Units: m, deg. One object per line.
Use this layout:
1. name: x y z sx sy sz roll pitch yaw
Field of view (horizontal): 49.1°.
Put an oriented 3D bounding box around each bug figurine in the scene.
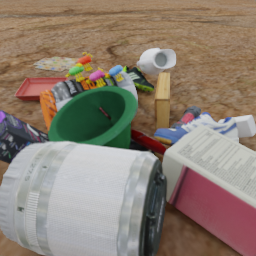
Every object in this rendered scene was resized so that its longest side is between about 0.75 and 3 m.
1. bug figurine: -0.982 -1.669 8.015 1.634 0.420 1.267 21 41 21

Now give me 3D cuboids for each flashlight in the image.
1. flashlight: 1.795 -0.178 8.544 0.576 0.578 1.702 25 39 19

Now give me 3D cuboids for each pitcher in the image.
1. pitcher: 0.896 -2.623 11.166 1.475 1.042 1.720 -10 10 -15

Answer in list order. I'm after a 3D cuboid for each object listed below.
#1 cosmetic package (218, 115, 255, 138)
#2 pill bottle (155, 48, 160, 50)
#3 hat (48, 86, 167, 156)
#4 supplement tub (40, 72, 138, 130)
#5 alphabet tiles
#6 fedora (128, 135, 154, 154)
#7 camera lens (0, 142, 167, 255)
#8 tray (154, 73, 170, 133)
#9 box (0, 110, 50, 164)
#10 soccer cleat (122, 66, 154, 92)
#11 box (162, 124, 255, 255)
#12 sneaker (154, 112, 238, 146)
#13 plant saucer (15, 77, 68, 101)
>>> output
1. cosmetic package: 3.067 -0.005 7.970 0.958 0.515 0.406 -9 18 46
2. pill bottle: 1.461 -3.197 12.801 0.492 0.492 0.863 -18 70 -26
3. hat: -0.353 0.484 6.979 2.579 2.270 2.136 17 57 41
4. supplement tub: -1.178 -0.721 8.440 2.636 1.615 1.615 -15 35 -23
5. alphabet tiles: -3.465 -3.173 13.830 2.148 0.068 1.787 11 33 16
6. fedora: 0.258 0.426 7.691 0.976 0.446 0.976 0 31 0
7. camera lens: -0.633 1.282 4.852 2.439 1.951 1.951 6 32 15
8. tray: 1.118 -0.860 8.982 0.426 1.133 2.298 1 29 9
9. box: -2.574 0.374 6.691 0.773 1.458 0.891 -48 44 6
10. soccer cleat: 0.366 -1.998 11.195 1.873 0.759 0.632 30 2 38
11. box: 1.905 1.151 5.513 2.262 1.232 1.446 31 42 29
12. sneaker: 1.731 0.057 7.196 2.122 0.935 0.799 3 -2 -3
13. plant saucer: -3.302 -1.511 10.937 1.721 0.316 1.724 -1 33 -2
